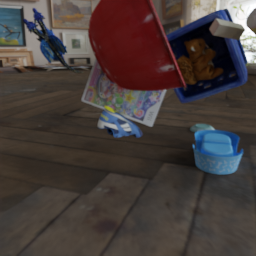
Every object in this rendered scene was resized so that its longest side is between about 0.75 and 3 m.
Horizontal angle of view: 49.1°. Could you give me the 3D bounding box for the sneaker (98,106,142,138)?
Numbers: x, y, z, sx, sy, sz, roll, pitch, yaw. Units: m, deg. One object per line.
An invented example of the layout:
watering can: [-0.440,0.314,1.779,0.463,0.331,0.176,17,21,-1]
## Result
sneaker: [-0.170,-0.019,5.734,1.150,0.473,0.425,31,2,-40]

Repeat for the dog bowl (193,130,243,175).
dog bowl: [2.503,0.644,7.967,1.275,0.567,2.288,5,17,15]

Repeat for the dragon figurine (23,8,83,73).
dragon figurine: [-2.886,-3.079,10.768,0.865,2.938,1.460,-32,22,2]

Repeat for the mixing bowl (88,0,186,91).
mixing bowl: [0.090,-1.879,6.198,1.499,2.767,2.767,-23,12,14]

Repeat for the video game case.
video game case: [-0.061,-1.045,7.485,2.032,1.455,0.183,20,7,-3]

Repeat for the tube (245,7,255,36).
tube: [4.124,-2.127,7.268,2.778,0.806,0.721,28,-43,-29]

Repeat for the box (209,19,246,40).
box: [2.588,-2.560,7.301,0.853,0.351,0.292,4,51,-22]

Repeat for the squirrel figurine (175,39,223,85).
squirrel figurine: [2.136,-2.158,9.090,1.397,1.303,0.988,-29,37,16]

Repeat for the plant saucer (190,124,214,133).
plant saucer: [2.873,0.004,10.799,0.958,0.185,0.958,0,17,0]

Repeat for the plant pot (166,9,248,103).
plant pot: [2.657,-2.557,9.596,2.394,2.394,2.152,-16,21,38]
